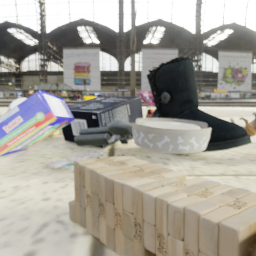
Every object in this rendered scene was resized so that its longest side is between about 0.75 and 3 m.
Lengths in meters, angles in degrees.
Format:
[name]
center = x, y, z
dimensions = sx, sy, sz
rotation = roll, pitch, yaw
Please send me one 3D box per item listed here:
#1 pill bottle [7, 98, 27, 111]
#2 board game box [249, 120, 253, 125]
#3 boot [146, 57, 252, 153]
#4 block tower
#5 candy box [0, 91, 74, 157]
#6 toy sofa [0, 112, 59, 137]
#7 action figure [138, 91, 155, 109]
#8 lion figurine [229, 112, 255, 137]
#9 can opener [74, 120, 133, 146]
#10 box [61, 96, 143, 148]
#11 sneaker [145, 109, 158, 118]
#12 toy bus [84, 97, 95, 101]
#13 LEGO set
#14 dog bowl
[pill bottle]
center = -3.585, -0.428, 9.686
dimensions = 1.059, 1.059, 1.900
rotation = -2, -8, -19
[board game box]
center = 3.358, 0.131, 8.487
dimensions = 1.149, 0.135, 0.602
rotation = -39, -17, 21
[boot]
center = 1.609, -0.644, 7.228
dimensions = 1.108, 2.438, 2.902
rotation = -11, 4, -34
[block tower]
center = 0.410, 0.848, 2.545
dimensions = 0.758, 0.811, 2.805
rotation = -5, 7, -39
[candy box]
center = -2.425, -0.085, 7.088
dimensions = 1.712, 0.780, 2.024
rotation = -32, -1, 2
[toy sofa]
center = -3.995, -0.154, 11.066
dimensions = 2.315, 0.959, 1.130
rotation = 1, 6, 12
[action figure]
center = 1.129, -1.243, 13.148
dimensions = 1.138, 1.265, 1.699
rotation = -16, 25, -18
[lion figurine]
center = 3.037, 0.084, 7.428
dimensions = 0.458, 0.775, 1.265
rotation = -25, 2, -25
[can opener]
center = -0.614, 0.118, 7.550
dimensions = 2.122, 0.705, 0.559
rotation = -8, 34, 36
[box]
center = -0.868, -0.297, 9.390
dimensions = 2.002, 1.195, 2.036
rotation = 7, 23, 42
[sneaker]
center = 1.559, -0.293, 12.189
dimensions = 1.153, 1.108, 2.940
rotation = 11, 9, -11
[toy bus]
center = -1.580, -0.816, 11.551
dimensions = 0.702, 1.034, 0.992
rotation = -4, 32, -17
[LEGO set]
center = -0.800, 0.801, 5.868
dimensions = 1.282, 0.421, 1.717
rotation = -11, 4, -35
[dog bowl]
center = 0.887, 0.133, 5.921
dimensions = 1.716, 0.503, 1.716
rotation = 3, 9, -1
